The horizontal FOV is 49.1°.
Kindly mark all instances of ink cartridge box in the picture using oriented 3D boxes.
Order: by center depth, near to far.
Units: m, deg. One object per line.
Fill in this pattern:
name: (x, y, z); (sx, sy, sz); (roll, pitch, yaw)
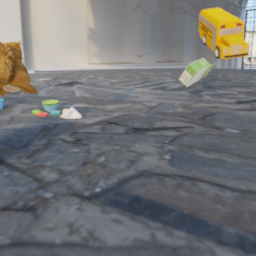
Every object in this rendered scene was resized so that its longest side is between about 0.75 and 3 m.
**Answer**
ink cartridge box: (2.102, -1.725, 8.512); (0.355, 0.621, 1.197); (47, 47, 15)

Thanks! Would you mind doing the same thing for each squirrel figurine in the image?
squirrel figurine: (-3.098, -1.713, 7.254); (1.057, 1.394, 1.493); (-5, -17, 5)

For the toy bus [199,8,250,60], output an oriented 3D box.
toy bus: (2.982, -3.028, 8.909); (0.847, 1.019, 2.603); (-6, 33, 1)

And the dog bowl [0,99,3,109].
dog bowl: (-7.305, -1.141, 14.194); (1.862, 0.461, 1.038); (-7, 17, -21)

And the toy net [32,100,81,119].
toy net: (-3.278, -0.819, 12.967); (2.604, 0.503, 1.366); (12, 20, 36)
